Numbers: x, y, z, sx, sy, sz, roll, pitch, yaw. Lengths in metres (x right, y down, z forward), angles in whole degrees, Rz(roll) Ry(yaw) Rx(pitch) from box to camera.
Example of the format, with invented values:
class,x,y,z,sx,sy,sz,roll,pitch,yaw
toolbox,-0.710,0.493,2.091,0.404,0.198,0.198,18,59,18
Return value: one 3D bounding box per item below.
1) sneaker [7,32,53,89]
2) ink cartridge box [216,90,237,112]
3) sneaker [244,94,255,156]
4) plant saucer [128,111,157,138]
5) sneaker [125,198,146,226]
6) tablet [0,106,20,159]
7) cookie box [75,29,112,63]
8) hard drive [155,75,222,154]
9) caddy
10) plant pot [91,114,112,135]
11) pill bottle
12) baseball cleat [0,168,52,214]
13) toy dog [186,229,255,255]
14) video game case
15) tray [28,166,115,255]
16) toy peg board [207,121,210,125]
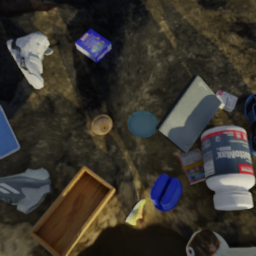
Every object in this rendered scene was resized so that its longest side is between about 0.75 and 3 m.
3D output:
class,x,y,z,sx,sy,sz,roll,pitch,yaw
sneaker,-4.129,-3.180,12.580,1.709,1.117,2.973,-32,66,-10
ink cartridge box,4.163,-1.155,12.046,0.865,0.358,0.634,25,71,4
sneaker,5.396,-0.278,11.305,0.981,1.089,2.796,3,66,2
plant saucer,0.601,-0.136,11.753,1.246,0.171,1.246,0,66,-1
sneaker,0.363,3.069,10.231,0.483,0.418,1.070,36,75,4
tablet,-5.626,0.252,11.581,1.570,0.165,2.413,-29,70,-12
cookie box,-1.627,-3.877,13.217,1.310,0.492,1.120,38,72,14
hard drive,2.387,-0.499,10.871,1.773,0.418,2.541,39,84,-30
caddy,1.414,2.390,10.348,0.962,0.714,1.361,18,66,33
plant pot,-1.021,-0.065,11.298,0.886,0.886,0.409,-28,34,-12
pill bottle,3.641,1.487,10.207,1.664,1.664,2.783,-1,66,0
baseball cleat,-4.302,2.441,10.123,2.992,1.043,1.592,-17,67,-7
toy dog,3.275,4.333,8.765,2.958,2.064,2.868,22,67,12
video game case,2.621,1.510,11.047,0.885,0.108,1.237,-17,67,-8
tray,-1.960,3.019,10.144,1.472,0.553,2.985,34,69,14
toy peg board,2.891,-0.543,11.771,0.947,0.465,0.951,-14,66,-7
